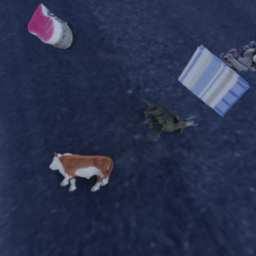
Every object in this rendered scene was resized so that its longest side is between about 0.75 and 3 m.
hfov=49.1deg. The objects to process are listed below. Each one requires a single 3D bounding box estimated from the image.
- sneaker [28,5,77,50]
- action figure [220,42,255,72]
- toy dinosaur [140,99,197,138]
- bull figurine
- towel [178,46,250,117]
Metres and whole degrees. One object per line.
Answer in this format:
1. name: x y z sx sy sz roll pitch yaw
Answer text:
1. sneaker: -2.252 -2.956 8.460 1.049 0.885 2.399 21 18 -42
2. action figure: 3.719 -2.266 7.936 1.930 2.966 1.029 -35 90 1
3. toy dinosaur: 1.212 -0.327 9.671 1.068 0.803 2.087 -25 47 -34
4. bull figurine: -1.418 1.243 8.286 1.928 0.628 1.171 -2 52 0
5. towel: 1.588 -0.874 5.351 1.190 0.874 0.142 44 44 13
